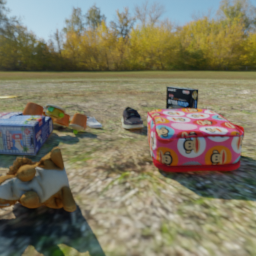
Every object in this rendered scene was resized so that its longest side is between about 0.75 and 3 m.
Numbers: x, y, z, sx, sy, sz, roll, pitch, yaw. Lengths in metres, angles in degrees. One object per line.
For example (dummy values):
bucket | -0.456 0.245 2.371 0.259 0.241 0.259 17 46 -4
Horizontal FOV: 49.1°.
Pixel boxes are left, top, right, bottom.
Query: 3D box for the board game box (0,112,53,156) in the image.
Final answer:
board game box | -3.998 0.056 8.653 2.843 0.877 2.845 -1 13 -6

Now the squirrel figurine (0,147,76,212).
squirrel figurine | -1.762 1.000 4.825 1.392 1.056 1.492 -15 3 -17

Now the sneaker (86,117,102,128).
sneaker | -1.404 -0.231 11.046 0.389 0.377 1.066 -10 16 -38

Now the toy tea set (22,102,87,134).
toy tea set | -2.820 -0.201 10.445 2.732 1.011 1.624 6 -16 38

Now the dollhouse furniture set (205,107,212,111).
dollhouse furniture set | 3.585 -0.708 12.913 0.419 0.491 0.947 3 13 6

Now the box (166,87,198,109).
box | 2.346 -1.066 12.393 0.409 1.413 1.777 -7 15 -27

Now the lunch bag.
lunch bag | 1.752 0.176 7.313 2.404 1.118 2.729 -3 17 1

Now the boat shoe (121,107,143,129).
boat shoe | 0.116 -0.417 11.079 0.774 0.697 2.152 -3 11 -7
